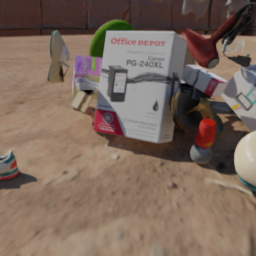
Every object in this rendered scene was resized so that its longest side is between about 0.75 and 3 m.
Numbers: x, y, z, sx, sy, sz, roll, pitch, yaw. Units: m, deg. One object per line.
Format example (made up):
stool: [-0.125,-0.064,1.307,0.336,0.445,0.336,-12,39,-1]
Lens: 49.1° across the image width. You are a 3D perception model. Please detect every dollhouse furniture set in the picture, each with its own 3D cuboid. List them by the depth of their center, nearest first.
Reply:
dollhouse furniture set: [-1.121,-0.654,8.974,1.085,0.621,1.272,27,-3,42]

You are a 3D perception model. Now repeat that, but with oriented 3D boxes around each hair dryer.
hair dryer: [2.875,-2.810,8.876,2.625,1.999,0.713,14,-8,37]

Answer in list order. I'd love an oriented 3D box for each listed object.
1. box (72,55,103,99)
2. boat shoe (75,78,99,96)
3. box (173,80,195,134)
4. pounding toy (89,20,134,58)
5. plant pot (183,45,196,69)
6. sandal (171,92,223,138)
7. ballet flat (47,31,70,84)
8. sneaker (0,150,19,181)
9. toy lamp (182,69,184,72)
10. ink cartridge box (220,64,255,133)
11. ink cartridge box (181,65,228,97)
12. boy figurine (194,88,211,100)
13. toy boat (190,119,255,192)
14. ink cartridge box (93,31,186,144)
box: [-1.059,-1.646,9.495,1.581,1.390,0.764,3,64,-13]
boat shoe: [-1.083,-1.095,7.888,0.437,0.399,1.215,-8,-6,15]
box: [1.531,-0.810,9.027,0.923,1.463,1.488,6,24,5]
pounding toy: [-0.222,-2.682,11.176,2.208,2.860,1.327,-33,53,-16]
plant pot: [1.866,-2.714,10.994,1.487,1.678,1.680,2,21,18]
sandal: [1.963,-0.313,7.306,0.694,1.039,2.543,-19,-28,41]
ballet flat: [-2.480,-2.479,10.214,0.783,2.253,0.783,10,52,-13]
sneaker: [-3.204,0.851,6.140,1.480,0.692,0.521,-9,25,-23]
toy lamp: [2.198,-1.752,9.583,1.919,0.559,0.559,20,14,-24]
ink cartridge box: [4.063,-0.974,8.794,1.244,1.238,1.696,-15,62,-34]
ink cartridge box: [2.216,-1.398,8.208,1.133,0.478,0.820,36,28,27]
boy figurine: [2.334,-1.739,11.902,1.548,0.802,2.489,-41,44,-22]
toy boat: [2.654,0.658,6.332,2.466,1.146,2.073,21,34,25]
ink cartridge box: [0.313,-1.166,7.808,2.065,2.844,1.186,10,6,26]
